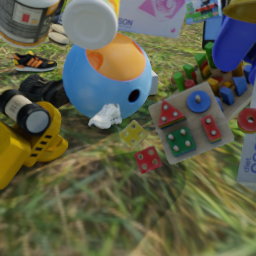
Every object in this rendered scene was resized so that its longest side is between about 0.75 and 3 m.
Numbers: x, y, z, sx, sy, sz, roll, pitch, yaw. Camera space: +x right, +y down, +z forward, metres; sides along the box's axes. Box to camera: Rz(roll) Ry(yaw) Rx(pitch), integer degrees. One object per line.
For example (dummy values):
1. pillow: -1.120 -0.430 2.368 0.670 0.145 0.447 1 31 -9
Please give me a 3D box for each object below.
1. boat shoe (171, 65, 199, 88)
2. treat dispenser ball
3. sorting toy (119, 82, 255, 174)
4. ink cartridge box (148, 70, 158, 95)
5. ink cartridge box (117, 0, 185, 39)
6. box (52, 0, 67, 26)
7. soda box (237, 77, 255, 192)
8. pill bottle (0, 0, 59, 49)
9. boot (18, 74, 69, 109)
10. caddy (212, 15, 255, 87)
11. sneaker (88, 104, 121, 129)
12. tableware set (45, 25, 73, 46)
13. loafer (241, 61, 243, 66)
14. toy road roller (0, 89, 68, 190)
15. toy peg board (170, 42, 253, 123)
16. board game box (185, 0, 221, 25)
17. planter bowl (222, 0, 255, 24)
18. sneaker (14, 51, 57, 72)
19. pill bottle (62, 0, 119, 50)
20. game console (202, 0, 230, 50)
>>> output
1. boat shoe: 2.714 -2.000 10.278 2.512 0.854 0.904 3 53 29
2. treat dispenser ball: -0.603 -1.498 8.275 2.608 2.608 2.608 0 31 0
3. sorting toy: 0.557 -0.052 2.801 1.386 0.234 0.668 -23 71 12
4. ink cartridge box: 0.228 -1.887 10.648 1.301 0.751 1.782 -8 32 -13
5. ink cartridge box: 0.598 -3.864 7.783 2.378 2.422 0.525 2 35 -17
6. box: -2.017 -4.180 9.677 1.421 1.471 0.350 24 16 -1
7. soda box: 2.323 0.001 4.365 0.639 2.013 0.687 28 -20 -30
8. pill bottle: -1.413 -1.838 3.953 0.824 1.416 0.824 11 65 -25
9. boot: -2.594 -1.504 9.935 1.616 0.814 2.162 19 36 30
10. caddy: 3.250 -2.334 6.347 2.098 2.968 1.558 30 63 6
11. sneaker: -0.421 -0.227 5.151 0.370 0.400 0.986 10 15 19
12. tableware set: -2.093 -2.770 8.496 0.909 0.276 1.375 17 33 -17
13. loafer: 4.250 -1.922 10.302 0.479 1.349 0.493 -29 8 43
14. toy road roller: -2.475 0.397 6.530 1.415 1.681 2.303 29 78 39
15. toy peg board: 2.633 -1.464 8.594 2.212 1.082 2.203 -43 45 -7
16. board game box: 1.849 -3.278 7.032 0.859 1.136 0.208 -2 7 36
17. planter bowl: 2.418 -1.840 3.471 2.255 0.939 2.255 7 15 -2
18. sneaker: -4.122 -2.983 12.407 1.870 0.842 0.654 -2 31 -3
19. pill bottle: -0.523 -1.907 4.315 0.772 0.772 1.390 0 49 1
20. game console: 2.878 -3.474 9.441 0.963 1.654 1.455 -11 19 -35
